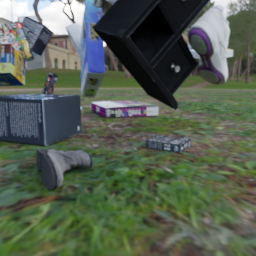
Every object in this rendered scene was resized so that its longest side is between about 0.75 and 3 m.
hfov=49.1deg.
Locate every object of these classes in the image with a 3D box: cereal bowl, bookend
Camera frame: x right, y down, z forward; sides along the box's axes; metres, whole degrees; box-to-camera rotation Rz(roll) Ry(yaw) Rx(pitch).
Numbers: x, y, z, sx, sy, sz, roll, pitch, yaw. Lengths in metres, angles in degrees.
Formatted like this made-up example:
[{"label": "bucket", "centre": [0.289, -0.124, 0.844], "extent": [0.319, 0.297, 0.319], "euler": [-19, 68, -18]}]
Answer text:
[{"label": "cereal bowl", "centre": [-1.963, -3.778, 12.915], "extent": [0.950, 2.281, 2.281], "euler": [-29, 14, -5]}, {"label": "bookend", "centre": [1.098, -2.469, 7.220], "extent": [1.303, 2.811, 2.829], "euler": [37, -5, 46]}]

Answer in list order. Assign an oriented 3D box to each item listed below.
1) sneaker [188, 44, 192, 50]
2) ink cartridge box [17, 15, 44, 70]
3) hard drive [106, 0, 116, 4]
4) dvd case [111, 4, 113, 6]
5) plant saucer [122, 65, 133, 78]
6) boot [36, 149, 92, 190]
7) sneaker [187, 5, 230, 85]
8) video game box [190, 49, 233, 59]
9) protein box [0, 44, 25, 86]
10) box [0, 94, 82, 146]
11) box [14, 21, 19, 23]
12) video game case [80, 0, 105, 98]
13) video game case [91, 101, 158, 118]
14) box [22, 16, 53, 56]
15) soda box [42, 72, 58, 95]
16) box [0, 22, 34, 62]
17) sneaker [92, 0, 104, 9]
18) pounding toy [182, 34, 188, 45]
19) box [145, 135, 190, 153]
[{"label": "sneaker", "centre": [2.518, -3.492, 10.680], "extent": [0.474, 1.119, 0.407], "euler": [42, 44, 9]}, {"label": "ink cartridge box", "centre": [-4.243, -3.682, 12.214], "extent": [0.818, 1.870, 1.359], "euler": [-17, 60, -29]}, {"label": "hard drive", "centre": [-0.054, -3.965, 8.681], "extent": [1.313, 0.261, 1.990], "euler": [5, 27, -12]}, {"label": "dvd case", "centre": [-0.401, -4.009, 9.946], "extent": [0.111, 0.735, 1.007], "euler": [-4, 52, -37]}, {"label": "plant saucer", "centre": [0.447, -3.125, 13.362], "extent": [1.515, 1.515, 0.261], "euler": [5, 4, 24]}, {"label": "boot", "centre": [-1.136, 0.671, 5.312], "extent": [1.020, 0.541, 1.550], "euler": [1, 13, -25]}, {"label": "sneaker", "centre": [2.457, -2.147, 7.721], "extent": [0.963, 1.281, 2.571], "euler": [29, -13, 32]}, {"label": "video game box", "centre": [3.092, -2.825, 10.621], "extent": [1.253, 0.293, 1.141], "euler": [-14, 29, -23]}, {"label": "protein box", "centre": [-3.516, -1.634, 7.492], "extent": [1.156, 0.780, 1.147], "euler": [-3, -8, -3]}, {"label": "box", "centre": [-2.954, -0.349, 8.641], "extent": [2.430, 1.301, 1.804], "euler": [4, 11, 22]}, {"label": "box", "centre": [-3.730, -3.322, 10.342], "extent": [1.168, 0.708, 0.189], "euler": [28, 23, -11]}, {"label": "video game case", "centre": [-1.368, -2.752, 10.185], "extent": [0.612, 2.694, 2.442], "euler": [0, -13, -15]}, {"label": "video game case", "centre": [-0.280, -0.995, 14.374], "extent": [2.669, 0.527, 2.944], "euler": [-4, 11, -21]}, {"label": "box", "centre": [-3.181, -3.063, 9.373], "extent": [0.942, 0.934, 0.580], "euler": [30, 1, 20]}, {"label": "soda box", "centre": [-3.069, -1.714, 11.009], "extent": [0.275, 0.867, 0.307], "euler": [15, -4, 27]}, {"label": "box", "centre": [-3.478, -2.582, 8.560], "extent": [0.810, 1.187, 0.224], "euler": [-20, 1, -29]}, {"label": "sneaker", "centre": [-0.967, -4.120, 8.490], "extent": [0.425, 0.961, 0.356], "euler": [8, 43, 3]}, {"label": "pounding toy", "centre": [1.173, -2.598, 8.911], "extent": [1.013, 1.945, 2.214], "euler": [31, -1, -39]}, {"label": "box", "centre": [1.065, 0.411, 7.477], "extent": [0.995, 0.217, 0.797], "euler": [6, 12, 28]}]
